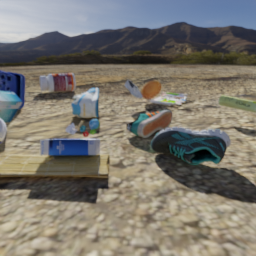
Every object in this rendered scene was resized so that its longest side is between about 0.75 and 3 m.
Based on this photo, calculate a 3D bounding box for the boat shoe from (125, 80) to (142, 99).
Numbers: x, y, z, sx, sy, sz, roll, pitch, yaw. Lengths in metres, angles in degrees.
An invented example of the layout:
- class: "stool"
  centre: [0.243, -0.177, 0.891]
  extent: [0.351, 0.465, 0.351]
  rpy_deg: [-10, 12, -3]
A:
- class: "boat shoe"
  centre: [0.304, -1.951, 14.168]
  extent: [1.171, 0.383, 0.431]
  rpy_deg: [43, 45, 13]

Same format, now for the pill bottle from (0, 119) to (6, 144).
- class: "pill bottle"
  centre: [-3.364, 0.090, 6.867]
  extent: [0.685, 0.685, 1.233]
  rpy_deg: [-9, -7, -27]

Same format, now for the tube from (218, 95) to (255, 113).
- class: "tube"
  centre: [4.515, -0.957, 11.199]
  extent: [1.730, 0.502, 0.449]
  rpy_deg: [20, 2, 38]

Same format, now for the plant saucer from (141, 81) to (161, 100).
- class: "plant saucer"
  centre: [1.208, -2.054, 14.984]
  extent: [1.205, 1.205, 0.226]
  rpy_deg: [-8, 47, -25]

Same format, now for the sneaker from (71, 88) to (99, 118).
- class: "sneaker"
  centre: [-1.898, -1.193, 12.654]
  extent: [1.159, 1.098, 2.870]
  rpy_deg: [0, 15, -4]

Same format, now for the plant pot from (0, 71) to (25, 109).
- class: "plant pot"
  centre: [-6.066, -1.808, 13.405]
  extent: [1.964, 1.964, 1.766]
  rpy_deg: [15, 15, 43]

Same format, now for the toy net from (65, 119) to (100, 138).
- class: "toy net"
  centre: [-1.490, 0.078, 9.067]
  extent: [1.212, 0.636, 0.234]
  rpy_deg: [-12, -28, 25]

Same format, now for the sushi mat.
- class: "sushi mat"
  centre: [-1.912, 0.923, 6.987]
  extent: [2.905, 0.176, 1.390]
  rpy_deg: [0, 15, -1]

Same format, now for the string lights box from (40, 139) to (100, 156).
- class: "string lights box"
  centre: [-1.491, 0.498, 7.335]
  extent: [1.419, 0.418, 0.729]
  rpy_deg: [-1, -3, 4]

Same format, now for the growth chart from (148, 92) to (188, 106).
- class: "growth chart"
  centre: [2.313, -1.608, 15.561]
  extent: [1.934, 0.237, 2.673]
  rpy_deg: [7, 20, 27]

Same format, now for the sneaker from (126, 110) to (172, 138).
- class: "sneaker"
  centre: [0.793, -0.255, 10.010]
  extent: [0.838, 0.748, 2.097]
  rpy_deg: [18, 25, 36]

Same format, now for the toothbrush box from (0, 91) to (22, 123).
- class: "toothbrush box"
  centre: [-4.626, -0.731, 9.846]
  extent: [0.599, 1.028, 1.405]
  rpy_deg: [44, 18, 17]

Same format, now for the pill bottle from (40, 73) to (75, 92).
- class: "pill bottle"
  centre: [-4.675, -2.983, 18.586]
  extent: [2.174, 1.191, 1.191]
  rpy_deg: [-7, 18, -23]

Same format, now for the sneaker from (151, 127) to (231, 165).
- class: "sneaker"
  centre: [1.546, 0.524, 7.363]
  extent: [2.116, 0.821, 0.965]
  rpy_deg: [-4, 34, 27]
